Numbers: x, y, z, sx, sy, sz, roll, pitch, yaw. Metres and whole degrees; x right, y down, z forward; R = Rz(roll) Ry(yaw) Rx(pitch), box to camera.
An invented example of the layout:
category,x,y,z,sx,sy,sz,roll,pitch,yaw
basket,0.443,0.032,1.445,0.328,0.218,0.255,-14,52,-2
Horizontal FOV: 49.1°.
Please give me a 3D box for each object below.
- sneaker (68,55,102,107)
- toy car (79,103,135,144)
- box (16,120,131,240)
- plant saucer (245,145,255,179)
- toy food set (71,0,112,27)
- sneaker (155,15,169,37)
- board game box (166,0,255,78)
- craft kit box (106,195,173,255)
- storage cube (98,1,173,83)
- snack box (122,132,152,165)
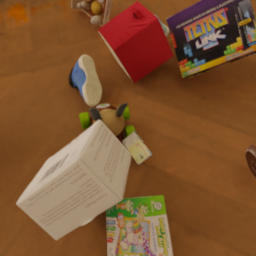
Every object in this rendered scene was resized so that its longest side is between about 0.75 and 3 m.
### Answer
category,x,y,z,sx,sy,sz,roll,pitch,yaw
sneaker,-1.712,-1.624,10.786,0.805,1.166,2.096,-1,69,-40
toy car,-0.669,-0.292,9.005,1.729,2.105,1.661,-13,70,-8
box,-1.272,1.282,7.354,2.207,1.450,2.218,-36,15,19
plant saucer,3.869,1.135,8.416,0.206,1.284,1.284,-19,57,2
toy food set,-1.749,-5.766,12.865,0.809,1.923,2.679,-28,61,-33
sneaker,0.939,-4.803,12.600,1.840,1.201,0.732,39,102,32
board game box,3.148,-3.495,10.415,0.847,2.988,2.470,-17,90,-54
craft kit box,0.260,2.891,7.979,1.768,0.434,1.790,-3,56,-5
storage cube,0.273,-3.275,10.754,1.905,2.119,1.811,-35,49,4
snack box,0.282,0.649,9.066,0.542,0.173,0.932,-39,77,18
